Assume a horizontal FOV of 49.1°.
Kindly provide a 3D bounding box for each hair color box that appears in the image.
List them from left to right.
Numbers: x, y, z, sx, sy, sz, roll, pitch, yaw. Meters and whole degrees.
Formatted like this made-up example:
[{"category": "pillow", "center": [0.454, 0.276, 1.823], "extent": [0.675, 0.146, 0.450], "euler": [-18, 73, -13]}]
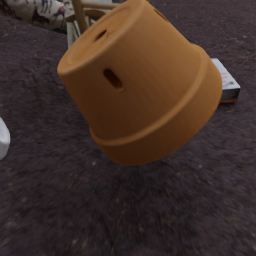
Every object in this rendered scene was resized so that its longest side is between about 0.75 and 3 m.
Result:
[{"category": "hair color box", "center": [2.950, -1.670, 9.848], "extent": [1.092, 0.629, 1.968], "euler": [-5, 41, -7]}]

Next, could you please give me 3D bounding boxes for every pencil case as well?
[{"category": "pencil case", "center": [-2.865, -3.847, 8.936], "extent": [2.585, 1.156, 1.006], "euler": [10, 10, -31]}]

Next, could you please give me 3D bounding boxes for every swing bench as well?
[{"category": "swing bench", "center": [-0.833, -2.985, 7.344], "extent": [1.783, 2.748, 2.734], "euler": [-1, 55, -16]}]

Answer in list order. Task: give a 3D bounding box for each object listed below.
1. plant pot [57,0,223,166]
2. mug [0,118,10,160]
[{"category": "plant pot", "center": [0.046, -0.991, 5.245], "extent": [2.777, 1.944, 2.777], "euler": [-30, 32, 21]}, {"category": "mug", "center": [-2.401, 0.215, 3.730], "extent": [1.248, 1.520, 1.218], "euler": [-30, 73, -1]}]
